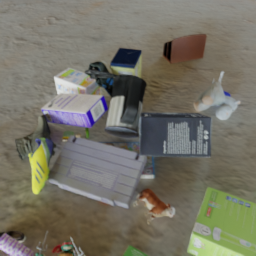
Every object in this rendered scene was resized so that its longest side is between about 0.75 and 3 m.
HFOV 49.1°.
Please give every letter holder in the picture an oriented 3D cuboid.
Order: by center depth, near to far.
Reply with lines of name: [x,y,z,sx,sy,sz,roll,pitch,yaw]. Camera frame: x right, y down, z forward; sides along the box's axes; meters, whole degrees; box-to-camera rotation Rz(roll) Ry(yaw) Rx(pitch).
letter holder: [3.304,-4.859,16.458,2.202,1.565,1.107,-13,42,-14]

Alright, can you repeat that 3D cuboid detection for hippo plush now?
hippo plush: [3.962,-1.115,12.446,1.522,1.508,1.893,39,66,-2]

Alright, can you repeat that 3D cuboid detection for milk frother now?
milk frother: [-0.591,-0.999,10.745,2.349,2.120,2.210,7,73,6]

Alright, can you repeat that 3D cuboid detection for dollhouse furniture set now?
dollhouse furniture set: [-2.131,0.222,11.235,1.088,0.420,0.544,-1,43,-2]

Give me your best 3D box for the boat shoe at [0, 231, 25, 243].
boat shoe: [-3.377,3.079,7.990,0.853,0.257,0.315,6,40,7]

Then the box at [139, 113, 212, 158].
box: [1.499,0.163,9.577,2.223,1.305,2.186,0,6,3]

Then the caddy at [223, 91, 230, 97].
caddy: [4.409,-1.378,13.179,0.877,0.460,0.620,31,71,31]

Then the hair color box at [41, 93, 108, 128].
hair color box: [-2.231,-0.772,11.657,2.429,0.787,1.327,9,41,30]

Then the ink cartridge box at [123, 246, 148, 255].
ink cartridge box: [0.124,3.958,6.539,1.323,0.762,1.812,22,45,24]

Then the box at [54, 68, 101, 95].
box: [-2.396,-1.992,13.465,1.963,0.995,1.104,23,46,25]

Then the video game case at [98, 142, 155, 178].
video game case: [-0.259,1.151,10.331,2.364,0.210,1.692,0,40,0]

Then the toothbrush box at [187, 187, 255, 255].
toothbrush box: [3.028,2.907,7.594,2.365,1.018,1.722,16,42,20]

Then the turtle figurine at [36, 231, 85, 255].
turtle figurine: [-1.582,3.489,7.020,1.339,0.901,1.789,-13,56,8]

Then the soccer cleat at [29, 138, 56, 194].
soccer cleat: [-2.943,1.216,9.193,0.805,0.622,1.925,22,54,-25]

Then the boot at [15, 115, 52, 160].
boot: [-3.783,0.302,11.029,1.367,0.709,2.093,-17,41,-10]

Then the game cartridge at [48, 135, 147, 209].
game cartridge: [-1.044,1.422,9.416,2.935,0.563,1.903,14,63,17]

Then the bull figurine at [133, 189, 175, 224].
bull figurine: [0.781,2.416,8.596,0.843,0.452,1.388,-24,37,-23]

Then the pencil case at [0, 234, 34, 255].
pencil case: [-3.011,3.242,7.417,1.035,0.435,0.443,34,59,1]

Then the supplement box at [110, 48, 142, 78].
supplement box: [-0.075,-2.732,13.775,1.163,1.731,1.733,9,41,11]

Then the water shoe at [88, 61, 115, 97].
water shoe: [-0.954,-1.918,12.522,0.972,0.880,2.462,-18,65,-43]
